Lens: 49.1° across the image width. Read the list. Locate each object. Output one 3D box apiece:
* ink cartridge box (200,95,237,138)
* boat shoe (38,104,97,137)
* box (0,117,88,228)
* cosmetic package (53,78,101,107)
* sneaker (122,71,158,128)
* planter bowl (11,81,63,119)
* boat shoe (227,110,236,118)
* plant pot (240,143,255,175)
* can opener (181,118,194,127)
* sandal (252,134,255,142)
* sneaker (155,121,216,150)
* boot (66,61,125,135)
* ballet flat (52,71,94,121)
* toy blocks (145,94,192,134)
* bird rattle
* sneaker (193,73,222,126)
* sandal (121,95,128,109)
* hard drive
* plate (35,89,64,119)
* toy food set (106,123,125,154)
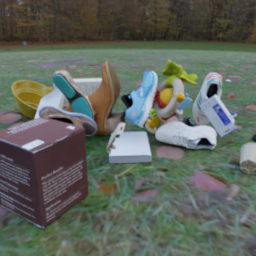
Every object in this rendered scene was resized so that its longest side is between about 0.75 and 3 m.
[{"bbox_3d":[2.495,-0.315,7.697,0.212,1.080,0.537,-18,-16,-47],"label":"ink cartridge box"},{"bbox_3d":[-2.144,-0.066,10.273,2.374,0.858,0.859,18,27,-33],"label":"boat shoe"},{"bbox_3d":[-2.244,1.038,7.313,1.712,2.086,1.730,13,24,31],"label":"box"},{"bbox_3d":[-2.842,-2.077,16.340,2.835,1.491,1.008,-2,20,-9],"label":"cosmetic package"},{"bbox_3d":[0.445,-1.300,10.878,1.145,0.998,2.545,17,58,-1],"label":"sneaker"},{"bbox_3d":[-4.659,-1.204,14.024,2.573,1.072,2.573,25,27,-14],"label":"planter bowl"},{"bbox_3d":[4.917,-0.831,14.237,1.361,0.618,0.482,-5,22,-13],"label":"boat shoe"},{"bbox_3d":[4.025,1.066,9.155,0.872,0.872,0.798,12,35,29],"label":"plant pot"},{"bbox_3d":[2.394,0.023,12.245,0.552,0.685,1.743,49,36,9],"label":"can opener"},{"bbox_3d":[5.845,0.176,11.917,0.663,0.398,1.765,18,27,39],"label":"sandal"},{"bbox_3d":[2.261,0.344,10.889,2.419,0.901,1.054,2,26,6],"label":"sneaker"},{"bbox_3d":[-1.472,-1.119,11.605,2.319,2.998,1.105,-4,13,15],"label":"boot"},{"bbox_3d":[-1.994,-1.239,10.942,0.810,2.379,0.800,-23,22,20],"label":"ballet flat"},{"bbox_3d":[1.771,-0.912,12.198,2.203,0.800,1.836,-37,19,28],"label":"toy blocks"},{"bbox_3d":[1.439,-1.333,11.055,1.415,2.512,2.048,28,41,-29],"label":"bird rattle"},{"bbox_3d":[3.270,-1.033,11.707,0.868,2.464,1.152,17,28,8],"label":"sneaker"},{"bbox_3d":[0.127,-0.886,11.878,0.454,1.195,0.256,-23,5,33],"label":"sandal"},{"bbox_3d":[0.054,0.689,10.729,1.467,0.292,2.224,-1,20,-1],"label":"hard drive"},{"bbox_3d":[-3.391,-0.741,12.103,1.891,1.887,0.306,-19,-38,38],"label":"plate"},{"bbox_3d":[-0.348,0.313,8.371,0.258,0.856,0.614,28,34,-9],"label":"toy food set"}]
